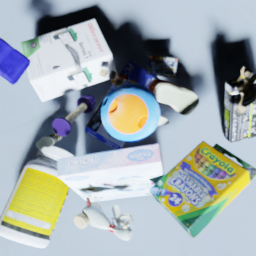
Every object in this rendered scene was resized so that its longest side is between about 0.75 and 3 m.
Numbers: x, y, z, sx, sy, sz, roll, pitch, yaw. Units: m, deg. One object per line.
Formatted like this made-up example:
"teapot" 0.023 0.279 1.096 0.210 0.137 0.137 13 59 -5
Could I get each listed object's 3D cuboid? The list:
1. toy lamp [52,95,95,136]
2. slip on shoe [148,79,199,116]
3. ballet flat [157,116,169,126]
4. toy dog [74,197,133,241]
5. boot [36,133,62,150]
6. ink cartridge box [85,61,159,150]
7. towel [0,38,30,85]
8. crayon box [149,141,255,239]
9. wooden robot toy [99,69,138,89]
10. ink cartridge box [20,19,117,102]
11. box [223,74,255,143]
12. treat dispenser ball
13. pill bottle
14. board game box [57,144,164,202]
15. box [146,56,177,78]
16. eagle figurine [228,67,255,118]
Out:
"toy lamp" -1.712 -0.536 9.458 0.683 2.347 0.683 6 117 13
"slip on shoe" 1.590 -1.061 9.443 0.900 2.431 0.744 -57 45 18
"ballet flat" 0.876 -0.255 9.433 1.086 0.377 0.377 21 79 -12
"toy dog" -0.659 2.390 7.623 1.660 1.095 0.799 5 115 8
"boot" -2.377 0.338 8.776 0.748 0.991 0.358 -34 99 -44
"ink cartridge box" -0.155 -0.801 9.864 1.409 0.663 2.997 31 69 0
"towel" -3.489 -1.907 7.945 1.221 0.303 0.902 36 91 4
"crayon box" 2.054 1.448 7.623 2.555 0.659 1.606 -40 44 -10
"wooden robot toy" -0.347 -1.417 8.888 1.274 0.561 0.578 20 83 -15
"ink cartridge box" -2.071 -2.424 9.899 2.827 1.192 2.065 -21 60 -6
"box" 4.212 -0.682 9.555 1.792 0.495 2.236 -14 122 -5
"treat dispenser ball" 0.066 -0.422 7.906 1.658 1.658 1.658 0 79 0
"pill bottle" -2.820 2.118 9.032 1.661 1.661 2.955 18 69 3
"board game box" -0.315 1.501 8.532 2.791 2.778 0.605 -9 61 6
"box" 1.190 -2.169 9.895 1.013 0.202 0.693 8 76 10
"eagle figurine" 3.515 -1.020 8.405 0.941 0.946 1.247 -26 61 39
